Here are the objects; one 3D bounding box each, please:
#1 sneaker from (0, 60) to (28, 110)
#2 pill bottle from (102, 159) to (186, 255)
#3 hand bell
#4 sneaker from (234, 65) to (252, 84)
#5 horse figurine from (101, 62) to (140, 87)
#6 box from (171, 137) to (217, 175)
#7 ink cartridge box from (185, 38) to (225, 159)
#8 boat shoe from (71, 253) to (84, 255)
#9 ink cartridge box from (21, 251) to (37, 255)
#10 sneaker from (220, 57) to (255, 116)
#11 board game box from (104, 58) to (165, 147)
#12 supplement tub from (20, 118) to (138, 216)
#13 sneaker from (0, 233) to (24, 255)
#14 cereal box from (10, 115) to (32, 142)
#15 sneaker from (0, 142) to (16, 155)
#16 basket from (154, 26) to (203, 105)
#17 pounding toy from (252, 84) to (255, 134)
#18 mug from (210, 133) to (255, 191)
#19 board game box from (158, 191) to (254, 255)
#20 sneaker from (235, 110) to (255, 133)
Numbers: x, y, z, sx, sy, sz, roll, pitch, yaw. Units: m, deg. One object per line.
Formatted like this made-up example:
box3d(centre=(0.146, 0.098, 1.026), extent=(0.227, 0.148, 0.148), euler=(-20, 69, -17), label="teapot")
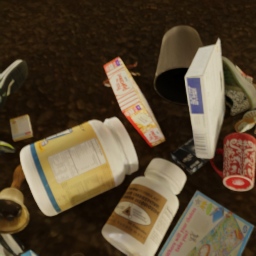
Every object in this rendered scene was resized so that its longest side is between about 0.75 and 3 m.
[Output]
box3d(centre=(-5.102, -1.758, 10.612), extent=(1.521, 0.998, 2.644), euler=(22, 63, 11), label="sneaker")
box3d(centre=(0.547, 2.204, 7.815), extent=(1.481, 1.481, 2.589), euler=(27, 62, 16), label="pill bottle")
box3d(centre=(-3.330, 1.762, 8.194), extent=(1.220, 1.220, 2.343), euler=(-7, 28, -5), label="hand bell")
box3d(centre=(4.551, -2.033, 11.167), extent=(0.605, 0.377, 1.129), euler=(-3, 61, -4), label="sneaker")
box3d(centre=(-0.210, -2.020, 11.108), extent=(1.038, 0.391, 1.566), euler=(21, 61, 22), label="horse figurine")
box3d(centre=(2.158, 0.865, 9.257), extent=(1.180, 0.257, 0.946), euler=(-33, 49, -17), label="box")
box3d(centre=(2.535, -0.991, 8.901), extent=(0.616, 2.795, 2.846), euler=(0, 35, 26), label="ink cartridge box")
box3d(centre=(-1.205, 4.106, 7.096), extent=(0.602, 0.564, 1.671), euler=(-7, 51, -8), label="boat shoe")
box3d(centre=(-2.756, 4.339, 6.222), extent=(2.390, 1.754, 1.745), euler=(-26, 55, -15), label="ink cartridge box")
box3d(centre=(3.560, -1.629, 10.586), extent=(1.301, 1.129, 2.937), euler=(-31, 58, -4), label="sneaker")
box3d(centre=(0.262, -0.739, 8.990), extent=(0.589, 2.542, 1.926), euler=(-28, 55, 9), label="board game box")
box3d(centre=(-1.379, 1.030, 8.201), extent=(2.889, 2.090, 2.090), euler=(-23, 60, -15), label="supplement tub")
box3d(centre=(-4.119, 2.935, 7.708), extent=(2.376, 0.897, 1.367), euler=(41, 64, 20), label="sneaker")
box3d(centre=(-3.817, 0.007, 9.984), extent=(0.649, 0.178, 0.902), euler=(-16, 59, -10), label="cereal box")
box3d(centre=(-4.465, 0.821, 9.327), extent=(1.472, 0.544, 0.596), euler=(-3, 64, 7), label="sneaker")
box3d(centre=(2.119, -2.478, 10.664), extent=(2.388, 1.801, 2.649), euler=(13, 52, -13), label="basket")
box3d(centre=(5.303, -0.884, 9.548), extent=(1.708, 2.211, 2.402), euler=(28, 61, 3), label="pounding toy")
box3d(centre=(3.353, 1.146, 8.803), extent=(1.041, 1.385, 1.560), euler=(32, 50, -15), label="mug")
box3d(centre=(2.021, 3.345, 7.708), extent=(1.809, 0.461, 2.691), euler=(32, 63, 18), label="board game box")
box3d(centre=(4.163, -0.263, 9.558), extent=(0.506, 1.154, 0.436), euler=(-12, 67, -29), label="sneaker")
